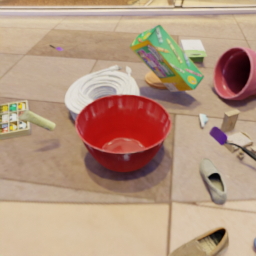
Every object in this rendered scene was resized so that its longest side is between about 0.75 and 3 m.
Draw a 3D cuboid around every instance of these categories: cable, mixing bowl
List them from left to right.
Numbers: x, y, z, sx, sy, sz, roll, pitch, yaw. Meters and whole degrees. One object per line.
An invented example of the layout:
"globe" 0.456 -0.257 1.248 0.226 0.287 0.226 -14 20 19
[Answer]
"cable" -1.028 -1.212 11.420 2.997 1.038 2.997 -13 45 -5
"mixing bowl" -0.150 0.338 9.253 2.985 1.617 2.985 0 40 0

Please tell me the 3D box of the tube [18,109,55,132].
"tube" -3.008 -0.242 9.344 0.310 1.194 0.346 11 77 48

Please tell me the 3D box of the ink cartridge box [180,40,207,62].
"ink cartridge box" 3.541 -4.108 15.373 1.121 0.640 2.159 1 40 1

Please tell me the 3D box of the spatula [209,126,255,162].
"spatula" 3.591 0.627 9.195 2.047 0.578 0.210 33 56 17

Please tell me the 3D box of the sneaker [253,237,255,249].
"sneaker" 4.001 2.981 6.775 1.754 0.721 0.649 15 44 19

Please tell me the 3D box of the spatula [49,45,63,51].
"spatula" -4.312 -4.753 16.578 1.020 0.105 0.288 25 45 27

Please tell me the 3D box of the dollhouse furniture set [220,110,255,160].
"dollhouse furniture set" 3.987 0.304 9.901 0.991 0.846 1.911 -16 43 -19

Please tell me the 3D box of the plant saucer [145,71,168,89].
"plant saucer" 1.651 -2.429 13.655 1.657 0.267 1.657 0 40 0

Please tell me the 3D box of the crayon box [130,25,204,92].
"crayon box" 1.573 -2.745 11.583 0.834 2.863 1.700 -52 22 -11

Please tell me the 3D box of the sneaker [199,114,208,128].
"sneaker" 2.992 -0.291 11.046 0.331 0.299 0.808 1 40 9

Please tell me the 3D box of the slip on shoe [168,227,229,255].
"slip on shoe" 1.673 3.034 6.795 1.976 0.599 0.751 -18 43 -20

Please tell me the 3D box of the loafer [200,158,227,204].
"loafer" 2.643 1.519 8.632 0.589 0.587 1.683 -5 40 -6

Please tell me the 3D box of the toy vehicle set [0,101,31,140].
"toy vehicle set" -4.597 -0.351 11.142 1.255 0.268 2.019 -12 41 -14

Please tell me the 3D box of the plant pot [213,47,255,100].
"plant pot" 5.193 -2.302 12.212 1.986 2.219 2.219 0 37 -26
